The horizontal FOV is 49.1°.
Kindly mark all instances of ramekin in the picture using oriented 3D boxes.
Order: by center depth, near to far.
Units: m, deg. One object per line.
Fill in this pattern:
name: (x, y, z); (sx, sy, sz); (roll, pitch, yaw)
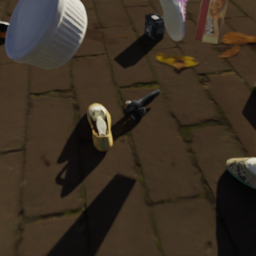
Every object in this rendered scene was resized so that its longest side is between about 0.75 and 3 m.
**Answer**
ramekin: (-1.437, -1.791, 4.987); (0.753, 1.618, 1.618); (21, 24, -47)

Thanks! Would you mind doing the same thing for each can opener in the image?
can opener: (0.446, -0.813, 9.093); (0.505, 0.626, 1.594); (-10, 24, 50)

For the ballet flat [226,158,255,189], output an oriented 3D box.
ballet flat: (3.518, 1.299, 6.579); (0.853, 0.947, 2.516); (-20, 48, -32)

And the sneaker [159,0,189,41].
sneaker: (1.329, -3.024, 7.108); (0.885, 1.553, 0.563); (-20, 9, -33)

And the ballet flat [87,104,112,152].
ballet flat: (-0.821, -0.210, 8.296); (0.693, 0.636, 2.018); (-11, 46, -11)

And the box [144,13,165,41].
box: (1.167, -4.448, 12.327); (0.530, 0.840, 0.854); (-23, 50, -21)

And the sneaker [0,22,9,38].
sneaker: (-5.868, -4.511, 12.527); (1.889, 0.715, 0.869); (2, 41, 0)

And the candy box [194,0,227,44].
candy box: (2.354, -3.142, 7.859); (0.638, 1.333, 2.309); (11, 23, 13)
